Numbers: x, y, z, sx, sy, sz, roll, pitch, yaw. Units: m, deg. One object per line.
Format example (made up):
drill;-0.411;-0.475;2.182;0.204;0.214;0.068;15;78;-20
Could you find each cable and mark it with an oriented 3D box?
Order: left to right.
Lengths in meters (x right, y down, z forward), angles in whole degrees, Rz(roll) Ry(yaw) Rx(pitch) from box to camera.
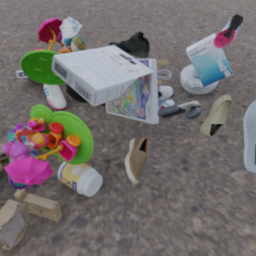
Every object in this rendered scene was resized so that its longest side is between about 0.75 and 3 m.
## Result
cable;3.800;-2.627;14.872;2.027;0.702;2.026;-20;46;-12

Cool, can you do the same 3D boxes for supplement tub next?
supplement tub;-1.644;1.698;9.644;1.315;0.956;0.956;25;46;28

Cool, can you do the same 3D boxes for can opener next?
can opener;1.373;-0.404;7.618;0.374;1.404;0.469;19;67;-35

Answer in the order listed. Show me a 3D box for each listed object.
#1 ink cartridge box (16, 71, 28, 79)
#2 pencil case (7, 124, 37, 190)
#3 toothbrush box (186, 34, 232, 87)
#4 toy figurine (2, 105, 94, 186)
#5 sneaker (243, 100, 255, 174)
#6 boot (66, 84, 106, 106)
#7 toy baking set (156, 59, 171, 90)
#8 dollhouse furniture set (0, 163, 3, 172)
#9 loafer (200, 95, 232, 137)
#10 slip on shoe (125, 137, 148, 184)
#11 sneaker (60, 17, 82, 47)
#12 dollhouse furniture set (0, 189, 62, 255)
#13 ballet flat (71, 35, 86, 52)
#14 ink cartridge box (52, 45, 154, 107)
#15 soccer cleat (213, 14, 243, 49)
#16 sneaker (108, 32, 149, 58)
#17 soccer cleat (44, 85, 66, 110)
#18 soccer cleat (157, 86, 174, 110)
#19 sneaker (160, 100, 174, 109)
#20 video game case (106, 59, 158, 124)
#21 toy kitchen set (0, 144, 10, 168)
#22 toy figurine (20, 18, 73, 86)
ink cartridge box;-4.658;-2.920;14.990;2.008;0.436;1.989;-5;11;-3
pencil case;-3.875;1.016;10.328;1.053;1.144;2.475;-13;41;-15
toothbrush box;3.535;-2.927;12.242;1.339;1.829;0.780;-25;20;25
toy figurine;-2.313;0.511;7.135;2.205;1.655;2.029;38;34;7
sneaker;3.496;0.241;7.714;0.758;0.735;2.075;11;77;18
boot;-1.879;-1.951;14.288;2.232;0.865;1.544;21;38;5
toy baking set;0.680;-2.127;12.093;2.146;0.325;2.796;18;56;10
dollhouse furniture set;-5.345;1.075;9.264;0.898;2.028;1.051;-38;61;7
loafer;2.171;-0.239;6.702;0.432;1.141;0.389;9;30;-27
slip on shoe;0.314;0.886;8.227;0.505;0.634;1.667;-22;29;22
sneaker;-2.448;-3.915;11.393;0.729;0.691;1.806;34;32;-22
dollhouse furniture set;-3.061;2.960;7.883;1.098;1.285;2.480;11;41;16
ballet flat;-1.774;-2.882;9.864;0.563;0.563;1.594;-4;12;-5
ink cartridge box;-0.695;-1.639;8.226;1.923;0.675;2.365;40;39;26
soccer cleat;3.451;-3.210;9.708;0.550;0.680;1.575;37;77;13
sneaker;0.054;-3.515;11.498;1.757;1.007;0.672;14;28;15
soccer cleat;-3.712;-1.762;13.813;0.791;0.977;2.264;-20;44;-22
soccer cleat;0.978;-0.986;9.827;0.664;1.538;0.537;10;57;-22
sneaker;1.173;-1.091;13.206;1.941;0.743;0.784;10;42;14
video game case;0.002;-1.358;9.957;0.260;2.067;2.886;-14;18;-34
toy kitchen set;-4.792;1.421;9.408;1.856;1.679;2.057;-28;47;-29
toy figurine;-2.866;-3.377;11.887;2.848;2.138;2.622;14;60;-25
